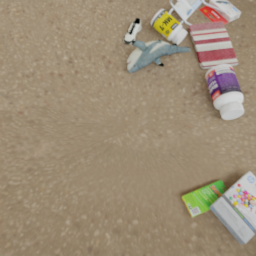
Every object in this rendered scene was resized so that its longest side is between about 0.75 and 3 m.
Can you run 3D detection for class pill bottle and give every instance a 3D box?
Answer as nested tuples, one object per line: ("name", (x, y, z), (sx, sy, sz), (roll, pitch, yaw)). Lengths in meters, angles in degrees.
("pill bottle", (4.038, -1.463, 11.616), (1.194, 1.194, 2.143), (-6, 63, -3))
("pill bottle", (1.956, -4.764, 13.335), (1.632, 0.933, 0.933), (43, 70, 5))

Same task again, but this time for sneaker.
("sneaker", (0.191, -4.718, 13.617), (0.567, 0.615, 1.537), (21, 66, 9))

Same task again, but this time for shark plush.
("shark plush", (1.323, -3.266, 12.781), (2.840, 1.290, 1.183), (-8, 83, -9))

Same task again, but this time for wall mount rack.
("wall mount rack", (3.440, -5.986, 13.981), (2.411, 1.034, 2.774), (45, 79, -15))

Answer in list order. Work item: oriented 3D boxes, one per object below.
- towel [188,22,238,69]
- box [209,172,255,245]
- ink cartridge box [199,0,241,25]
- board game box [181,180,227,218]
("towel", (4.021, -3.949, 13.335), (1.808, 0.285, 2.510), (-9, 69, -6))
("box", (4.101, 2.751, 9.789), (2.017, 0.415, 1.572), (-34, 73, -20))
("ink cartridge box", (4.708, -6.022, 14.417), (1.414, 0.359, 1.604), (-30, 67, -16))
("board game box", (2.827, 2.539, 10.084), (1.653, 0.248, 0.789), (-20, 68, -10))
